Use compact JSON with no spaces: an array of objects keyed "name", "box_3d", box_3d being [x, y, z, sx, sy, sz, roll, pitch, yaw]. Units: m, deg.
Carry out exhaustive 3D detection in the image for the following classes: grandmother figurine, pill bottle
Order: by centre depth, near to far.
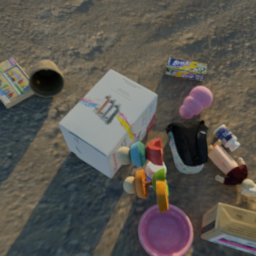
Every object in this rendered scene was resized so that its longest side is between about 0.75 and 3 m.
[{"name":"pill bottle","box_3d":[0.941,1.557,9.728,0.703,1.255,0.703,0,60,0]},{"name":"grandmother figurine","box_3d":[3.742,1.546,10.096,1.383,0.691,2.280,-34,63,-11]},{"name":"pill bottle","box_3d":[3.810,0.409,10.799,0.540,0.540,0.973,-29,65,-16]}]

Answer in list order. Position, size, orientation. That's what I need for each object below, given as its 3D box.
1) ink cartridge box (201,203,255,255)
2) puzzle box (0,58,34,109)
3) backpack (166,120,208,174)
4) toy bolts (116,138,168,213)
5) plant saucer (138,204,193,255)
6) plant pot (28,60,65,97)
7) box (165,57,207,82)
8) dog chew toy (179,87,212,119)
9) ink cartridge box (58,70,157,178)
[{"name":"ink cartridge box","box_3d":[3.537,3.150,8.469,2.261,1.862,0.849,13,62,8]},{"name":"puzzle box","box_3d":[-5.197,-2.020,12.329,1.522,0.291,2.287,-36,66,-19]},{"name":"backpack","box_3d":[2.232,0.729,10.252,1.542,1.169,1.847,-8,61,0]},{"name":"toy bolts","box_3d":[0.383,1.426,8.263,1.392,2.006,1.917,-7,18,9]},{"name":"plant saucer","box_3d":[1.190,3.393,9.119,1.752,0.444,1.752,1,58,-2]},{"name":"plant pot","box_3d":[-3.473,-2.240,11.957,1.434,1.434,1.245,-11,45,-6]},{"name":"box","box_3d":[2.577,-2.614,12.518,1.718,0.552,0.602,13,62,7]},{"name":"dog chew toy","box_3d":[2.699,-0.972,11.410,1.537,0.957,0.957,-43,68,-12]},{"name":"ink cartridge box","box_3d":[-0.637,-0.116,10.175,2.113,2.123,2.921,33,66,17]}]
